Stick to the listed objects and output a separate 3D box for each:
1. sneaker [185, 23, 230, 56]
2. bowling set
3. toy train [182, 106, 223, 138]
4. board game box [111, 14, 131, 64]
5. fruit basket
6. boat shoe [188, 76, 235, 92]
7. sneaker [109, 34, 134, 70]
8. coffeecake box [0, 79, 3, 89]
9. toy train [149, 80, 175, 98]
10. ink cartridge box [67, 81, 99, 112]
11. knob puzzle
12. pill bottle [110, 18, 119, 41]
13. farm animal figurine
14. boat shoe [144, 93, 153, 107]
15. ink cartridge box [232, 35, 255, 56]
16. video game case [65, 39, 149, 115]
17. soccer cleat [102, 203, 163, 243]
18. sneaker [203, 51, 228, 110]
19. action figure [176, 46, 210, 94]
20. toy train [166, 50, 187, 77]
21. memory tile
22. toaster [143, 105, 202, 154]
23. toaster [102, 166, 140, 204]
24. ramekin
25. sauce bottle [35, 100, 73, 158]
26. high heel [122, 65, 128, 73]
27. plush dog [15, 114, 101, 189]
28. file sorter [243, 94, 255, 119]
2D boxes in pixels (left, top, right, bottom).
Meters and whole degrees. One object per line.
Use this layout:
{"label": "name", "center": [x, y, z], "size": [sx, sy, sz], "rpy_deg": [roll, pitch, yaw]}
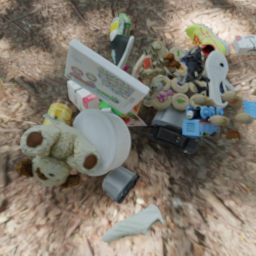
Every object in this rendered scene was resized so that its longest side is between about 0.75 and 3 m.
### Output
{"label": "sneaker", "center": [3.439, -3.924, 12.757], "size": [1.052, 0.911, 2.330], "rpy_deg": [-39, 64, -21]}
{"label": "bowling set", "center": [3.057, -0.349, 8.106], "size": [2.192, 1.177, 1.525], "rpy_deg": [-10, 80, 33]}
{"label": "toy train", "center": [2.386, -0.194, 8.810], "size": [1.703, 0.973, 0.738], "rpy_deg": [-2, 6, -44]}
{"label": "board game box", "center": [-0.290, -3.254, 10.442], "size": [0.241, 1.657, 1.115], "rpy_deg": [4, 37, -15]}
{"label": "fruit basket", "center": [-0.246, -0.433, 9.332], "size": [1.295, 1.399, 0.656], "rpy_deg": [1, 49, 49]}
{"label": "boat shoe", "center": [3.268, -1.851, 11.507], "size": [2.185, 0.775, 0.763], "rpy_deg": [37, 90, 19]}
{"label": "sneaker", "center": [-0.335, -2.339, 8.827], "size": [0.641, 1.292, 0.457], "rpy_deg": [25, 15, 9]}
{"label": "coffeecake box", "center": [-5.748, -1.388, 10.365], "size": [0.913, 1.919, 2.499], "rpy_deg": [2, 55, 1]}
{"label": "toy train", "center": [1.419, -1.584, 11.011], "size": [1.130, 0.418, 1.504], "rpy_deg": [26, 38, -13]}
{"label": "ink cartridge box", "center": [-1.704, -1.140, 10.734], "size": [0.578, 0.992, 1.371], "rpy_deg": [-30, 60, -26]}
{"label": "knob puzzle", "center": [0.496, -1.565, 9.844], "size": [0.345, 2.486, 2.486], "rpy_deg": [19, 57, 14]}
{"label": "pill bottle", "center": [-0.451, -4.426, 13.152], "size": [0.796, 0.796, 1.431], "rpy_deg": [1, 54, 1]}
{"label": "farm animal figurine", "center": [1.056, -1.778, 8.755], "size": [0.827, 1.645, 1.328], "rpy_deg": [-30, 57, -35]}
{"label": "boat shoe", "center": [0.980, -1.253, 11.188], "size": [0.397, 0.345, 1.077], "rpy_deg": [31, 55, 21]}
{"label": "ink cartridge box", "center": [5.537, -3.797, 12.899], "size": [1.196, 0.507, 0.871], "rpy_deg": [-2, 56, -3]}
{"label": "video game case", "center": [-0.670, -1.215, 7.408], "size": [2.136, 1.945, 0.253], "rpy_deg": [32, 72, -7]}
{"label": "soccer cleat", "center": [0.158, 2.922, 8.195], "size": [1.905, 0.660, 0.739], "rpy_deg": [-24, 61, -19]}
{"label": "sneaker", "center": [3.106, -1.631, 10.734], "size": [0.883, 1.351, 2.416], "rpy_deg": [11, 66, -10]}
{"label": "action figure", "center": [1.865, -1.719, 8.308], "size": [0.890, 1.745, 1.037], "rpy_deg": [9, 69, 34]}
{"label": "toy train", "center": [2.062, -2.789, 12.025], "size": [0.899, 0.682, 1.573], "rpy_deg": [32, 60, 33]}
{"label": "memory tile", "center": [1.807, -1.788, 9.926], "size": [2.038, 0.223, 2.660], "rpy_deg": [5, 66, -8]}
{"label": "toaster", "center": [1.680, -0.125, 9.921], "size": [2.126, 1.208, 1.373], "rpy_deg": [21, 54, 8]}
{"label": "toaster", "center": [-0.259, 1.748, 8.957], "size": [0.793, 0.698, 1.228], "rpy_deg": [30, 60, 22]}
{"label": "ramekin", "center": [-0.830, 0.425, 8.708], "size": [0.959, 2.060, 2.060], "rpy_deg": [-1, 43, -50]}
{"label": "sauce bottle", "center": [-2.673, 0.234, 9.931], "size": [0.875, 0.875, 2.651], "rpy_deg": [6, 58, 4]}
{"label": "high heel", "center": [-0.532, -1.915, 11.539], "size": [1.752, 0.591, 0.842], "rpy_deg": [-40, 53, -8]}
{"label": "plush dog", "center": [-2.127, 0.858, 8.231], "size": [2.234, 1.919, 1.793], "rpy_deg": [23, 19, -20]}
{"label": "file sorter", "center": [4.867, -0.834, 10.842], "size": [0.591, 0.523, 0.852], "rpy_deg": [7, 55, 4]}
